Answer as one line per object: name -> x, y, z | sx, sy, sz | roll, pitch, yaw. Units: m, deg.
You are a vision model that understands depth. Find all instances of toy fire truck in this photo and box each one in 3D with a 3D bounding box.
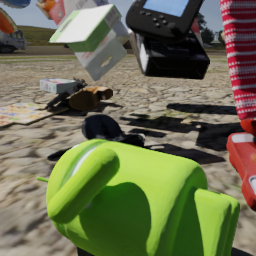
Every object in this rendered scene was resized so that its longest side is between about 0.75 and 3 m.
toy fire truck -> 2.696, 0.557, 4.539 | 2.039, 1.143, 1.713 | -1, 41, -1

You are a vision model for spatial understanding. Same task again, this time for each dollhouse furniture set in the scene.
dollhouse furniture set -> -1.933, -4.024, 8.014 | 1.066, 2.070, 2.048 | 51, 36, 8

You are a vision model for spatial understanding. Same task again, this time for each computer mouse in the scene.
computer mouse -> -0.561, 0.026, 6.803 | 1.376, 0.524, 1.987 | -8, 19, -21

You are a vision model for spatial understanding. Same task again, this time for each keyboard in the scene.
keyboard -> -2.208, -1.433, 10.281 | 1.461, 0.556, 2.807 | -29, 13, 8

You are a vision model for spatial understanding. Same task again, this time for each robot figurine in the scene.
robot figurine -> 0.017, 0.826, 3.061 | 2.136, 1.235, 1.874 | 11, -5, 32

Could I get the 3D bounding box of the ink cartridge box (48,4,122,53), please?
ink cartridge box -> -0.972, -2.122, 6.055 | 1.471, 0.353, 1.070 | 14, 65, 46

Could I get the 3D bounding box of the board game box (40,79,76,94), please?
board game box -> -3.385, -2.049, 13.508 | 1.105, 0.482, 1.498 | -16, 23, -42

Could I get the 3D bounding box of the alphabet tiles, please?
alphabet tiles -> -3.573, -0.463, 9.083 | 2.156, 0.097, 2.579 | 7, 18, 21

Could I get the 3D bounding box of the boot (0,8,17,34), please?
boot -> -3.297, -2.467, 6.193 | 1.565, 0.839, 0.587 | 32, -19, -37

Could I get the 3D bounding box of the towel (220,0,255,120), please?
towel -> 2.435, -1.414, 4.523 | 1.773, 2.452, 0.276 | -6, -5, -6

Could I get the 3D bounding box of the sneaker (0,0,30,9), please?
sneaker -> -3.076, -3.636, 6.851 | 0.750, 0.661, 1.683 | -13, -29, 31

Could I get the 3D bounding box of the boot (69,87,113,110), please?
boot -> -1.664, -1.151, 10.360 | 1.453, 0.718, 1.871 | 8, 29, 46

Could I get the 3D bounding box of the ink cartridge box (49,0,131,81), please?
ink cartridge box -> -0.974, -2.750, 8.024 | 1.449, 2.488, 0.840 | -34, -4, 34

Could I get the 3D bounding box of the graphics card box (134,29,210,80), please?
graphics card box -> 1.008, -2.185, 7.224 | 1.497, 0.607, 2.385 | 1, 44, -12

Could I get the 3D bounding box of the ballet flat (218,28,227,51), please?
ballet flat -> 3.198, -2.357, 6.913 | 2.373, 0.893, 0.805 | -30, 1, -25

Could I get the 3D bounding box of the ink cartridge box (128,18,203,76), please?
ink cartridge box -> 1.329, -3.031, 9.853 | 2.280, 1.661, 0.967 | -16, 28, 12

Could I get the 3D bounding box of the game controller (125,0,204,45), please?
game controller -> 1.093, -3.268, 6.791 | 1.533, 2.940, 0.619 | 23, -22, 7
